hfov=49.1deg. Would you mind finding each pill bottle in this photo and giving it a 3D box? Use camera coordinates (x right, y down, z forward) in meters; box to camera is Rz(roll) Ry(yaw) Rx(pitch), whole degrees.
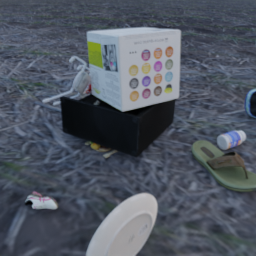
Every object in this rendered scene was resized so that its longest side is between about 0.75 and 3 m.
[{"bbox_3d":[3.470,0.384,9.366,0.899,0.504,0.504,-15,35,-23],"label":"pill bottle"}]

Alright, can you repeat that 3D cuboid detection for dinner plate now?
[{"bbox_3d":[-0.011,2.076,5.306,1.816,1.816,0.220,-27,42,-36],"label":"dinner plate"}]

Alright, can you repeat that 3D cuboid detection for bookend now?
[{"bbox_3d":[-0.236,-0.600,9.917,2.969,1.376,2.988,17,30,26],"label":"bookend"}]

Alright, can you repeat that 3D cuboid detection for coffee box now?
[{"bbox_3d":[0.144,-1.944,8.784,2.130,2.110,2.134,-15,26,-27],"label":"coffee box"}]

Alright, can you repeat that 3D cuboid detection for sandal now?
[{"bbox_3d":[2.791,0.992,8.188,1.010,0.726,2.543,-18,36,-26],"label":"sandal"}]

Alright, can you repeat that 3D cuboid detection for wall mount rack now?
[{"bbox_3d":[-1.971,-1.424,9.608,0.782,1.822,2.097,31,1,2],"label":"wall mount rack"}]

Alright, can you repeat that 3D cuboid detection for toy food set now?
[{"bbox_3d":[-0.863,0.545,9.372,0.770,0.224,1.115,-28,42,-37],"label":"toy food set"}]

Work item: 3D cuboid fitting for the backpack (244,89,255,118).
[{"bbox_3d":[5.273,-0.952,10.859,1.380,1.263,1.014,0,12,5],"label":"backpack"}]

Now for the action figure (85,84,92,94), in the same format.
[{"bbox_3d":[-0.922,-1.489,10.025,1.296,0.423,0.641,-29,52,3],"label":"action figure"}]

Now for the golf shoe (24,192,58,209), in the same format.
[{"bbox_3d":[-2.192,1.936,7.097,0.926,0.336,0.427,7,36,28],"label":"golf shoe"}]
